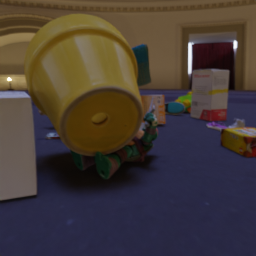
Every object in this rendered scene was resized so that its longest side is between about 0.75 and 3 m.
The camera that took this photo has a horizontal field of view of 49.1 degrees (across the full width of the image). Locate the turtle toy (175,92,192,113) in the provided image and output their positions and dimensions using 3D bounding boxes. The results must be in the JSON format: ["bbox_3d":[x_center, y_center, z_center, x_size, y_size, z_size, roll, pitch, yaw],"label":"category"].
[{"bbox_3d":[3.597,-1.479,17.002,1.450,1.005,1.989,-31,20,-23],"label":"turtle toy"}]

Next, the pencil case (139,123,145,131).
[{"bbox_3d":[0.182,-0.023,10.627,1.061,0.441,0.481,10,17,43],"label":"pencil case"}]

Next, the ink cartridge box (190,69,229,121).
[{"bbox_3d":[4.052,-1.664,14.027,1.020,2.446,1.775,-3,11,-19],"label":"ink cartridge box"}]

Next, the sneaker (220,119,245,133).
[{"bbox_3d":[3.900,-0.049,10.414,0.978,0.562,0.367,-1,10,-8],"label":"sneaker"}]

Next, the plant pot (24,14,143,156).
[{"bbox_3d":[-0.861,-0.827,6.210,2.631,2.631,2.475,-4,39,-20],"label":"plant pot"}]

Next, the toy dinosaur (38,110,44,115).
[{"bbox_3d":[-2.919,-0.672,11.444,1.548,0.450,0.783,1,43,28],"label":"toy dinosaur"}]

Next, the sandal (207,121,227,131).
[{"bbox_3d":[3.696,-0.117,11.466,0.535,0.323,1.315,-3,11,-15],"label":"sandal"}]

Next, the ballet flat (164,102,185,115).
[{"bbox_3d":[2.320,-1.086,16.032,2.172,0.755,0.755,6,12,33],"label":"ballet flat"}]

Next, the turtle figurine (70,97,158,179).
[{"bbox_3d":[0.019,0.242,6.782,1.947,1.310,2.601,-14,14,48],"label":"turtle figurine"}]

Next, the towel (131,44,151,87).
[{"bbox_3d":[-0.497,-2.211,11.627,2.926,2.146,0.317,-19,55,-5],"label":"towel"}]

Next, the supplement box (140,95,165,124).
[{"bbox_3d":[0.532,-0.747,12.040,2.020,1.273,0.743,-4,2,-15],"label":"supplement box"}]

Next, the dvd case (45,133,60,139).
[{"bbox_3d":[-2.422,0.284,9.895,0.888,0.098,0.649,-2,10,-6],"label":"dvd case"}]

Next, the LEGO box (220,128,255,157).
[{"bbox_3d":[3.488,0.380,8.073,1.052,0.545,1.413,-2,10,-9],"label":"LEGO box"}]

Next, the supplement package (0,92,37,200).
[{"bbox_3d":[-2.572,0.231,5.364,1.379,1.792,1.874,-4,11,-22],"label":"supplement package"}]
